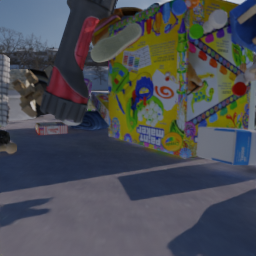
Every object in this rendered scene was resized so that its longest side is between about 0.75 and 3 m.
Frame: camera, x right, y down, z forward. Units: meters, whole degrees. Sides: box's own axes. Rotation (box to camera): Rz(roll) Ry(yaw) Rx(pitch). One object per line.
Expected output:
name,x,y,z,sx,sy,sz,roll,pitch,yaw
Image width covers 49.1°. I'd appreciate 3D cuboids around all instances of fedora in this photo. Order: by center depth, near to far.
fedora,-4.098,-1.199,11.995,2.684,2.684,1.226,-1,41,-9

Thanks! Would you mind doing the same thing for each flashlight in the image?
flashlight,-0.931,-1.566,5.700,0.976,2.873,0.973,25,9,20

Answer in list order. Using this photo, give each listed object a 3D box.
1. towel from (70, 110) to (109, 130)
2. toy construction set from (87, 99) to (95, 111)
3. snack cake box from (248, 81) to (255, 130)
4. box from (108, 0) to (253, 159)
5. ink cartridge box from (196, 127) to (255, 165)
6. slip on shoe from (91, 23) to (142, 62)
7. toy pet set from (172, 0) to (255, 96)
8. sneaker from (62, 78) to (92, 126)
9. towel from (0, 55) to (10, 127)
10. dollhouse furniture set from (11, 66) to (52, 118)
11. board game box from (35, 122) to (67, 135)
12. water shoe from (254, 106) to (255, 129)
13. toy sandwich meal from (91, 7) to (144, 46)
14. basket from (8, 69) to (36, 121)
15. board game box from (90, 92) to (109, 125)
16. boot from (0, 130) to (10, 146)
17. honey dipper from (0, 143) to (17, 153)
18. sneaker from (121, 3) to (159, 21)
towel,-0.759,-0.348,9.320,1.249,0.543,2.238,6,10,38
toy construction set,-1.691,-1.359,16.239,1.905,0.878,1.249,-16,13,-24
snack cake box,2.054,-0.800,7.770,0.998,1.708,2.971,-5,12,-20
box,0.911,-0.984,6.021,1.697,2.679,2.781,-4,9,-32
ink cartridge box,1.798,0.272,4.312,1.181,0.498,0.854,3,2,-21
slip on shoe,-0.176,-1.314,4.413,0.919,0.340,0.281,-28,-2,18
toy pet set,1.608,-1.480,4.361,1.514,1.621,0.861,-37,3,-5
sneaker,-1.494,-0.902,8.209,0.669,1.052,1.846,17,34,-8
towel,-4.986,-1.112,8.323,2.825,2.340,1.209,-1,-6,-16
dollhouse furniture set,-2.567,-1.075,8.405,1.350,1.241,0.879,-34,-34,1
board game box,-2.205,-0.005,7.991,0.771,0.236,1.017,-3,8,-21
water shoe,3.138,-0.517,8.989,1.020,0.924,2.584,-6,24,-38
toy sandwich meal,-0.168,-2.769,8.427,2.132,0.730,2.132,-17,-20,-6
basket,-4.603,-1.206,10.211,2.234,1.378,1.514,-4,-30,-7
board game box,-0.197,-0.573,8.692,1.447,0.368,2.153,2,24,-26
boot,-3.080,0.200,5.761,1.070,0.396,0.877,11,12,10
honey dipper,-2.887,0.403,4.840,1.811,0.344,0.344,1,6,-31
sneaker,0.559,-2.811,7.126,1.498,0.647,0.581,-1,5,-5
